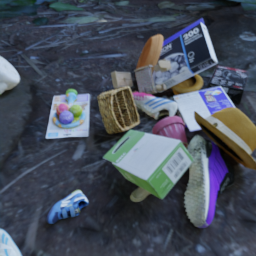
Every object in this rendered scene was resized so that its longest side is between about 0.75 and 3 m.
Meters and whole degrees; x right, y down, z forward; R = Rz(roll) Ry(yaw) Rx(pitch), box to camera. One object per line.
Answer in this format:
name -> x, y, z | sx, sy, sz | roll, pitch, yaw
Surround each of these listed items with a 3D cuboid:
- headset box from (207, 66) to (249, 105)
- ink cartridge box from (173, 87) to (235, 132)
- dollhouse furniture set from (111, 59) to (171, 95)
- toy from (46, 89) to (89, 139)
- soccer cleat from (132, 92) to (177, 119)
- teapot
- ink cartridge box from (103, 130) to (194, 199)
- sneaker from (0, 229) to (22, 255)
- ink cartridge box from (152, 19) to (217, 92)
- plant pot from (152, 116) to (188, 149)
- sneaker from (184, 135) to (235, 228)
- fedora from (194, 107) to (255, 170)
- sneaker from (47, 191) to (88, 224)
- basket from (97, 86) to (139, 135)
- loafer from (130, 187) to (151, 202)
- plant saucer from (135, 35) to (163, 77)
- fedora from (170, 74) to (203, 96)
headset box -> 4.662, -2.087, 13.046 | 1.545, 0.802, 2.076 | 16, 41, 19
ink cartridge box -> 3.138, -0.684, 11.317 | 2.158, 0.473, 2.179 | -12, 45, -3
dollhouse furniture set -> 0.591, -2.005, 11.836 | 2.394, 1.241, 1.060 | -10, 2, 39
toy -> -2.434, -0.732, 11.486 | 1.599, 0.656, 2.778 | -3, 39, -3
soccer cleat -> 0.891, -0.885, 11.539 | 2.221, 0.776, 0.959 | 10, 76, 20
teapot -> -6.111, -2.402, 13.005 | 1.336, 1.805, 1.829 | -38, 15, 10
ink cartridge box -> 0.481, 0.946, 8.422 | 1.428, 0.816, 2.751 | -46, 25, -16
sneaker -> -3.106, 3.003, 7.017 | 0.465, 0.440, 1.151 | -32, 47, -33
ink cartridge box -> 2.226, -3.333, 12.379 | 2.788, 0.611, 2.814 | -26, 53, 30
plant pot -> 1.561, 0.331, 9.897 | 1.155, 1.155, 1.034 | -12, 55, -14
sneaker -> 2.534, 1.586, 8.266 | 1.420, 0.992, 2.855 | 21, 53, -13
fedora -> 3.317, 0.114, 8.936 | 1.111, 2.724, 2.724 | -45, 47, 4
sneaker -> -1.686, 2.284, 7.892 | 0.524, 0.471, 1.273 | 32, 50, 31
basket -> -0.342, -0.638, 10.254 | 1.148, 1.542, 1.100 | -12, 13, 13
loafer -> 0.480, 1.880, 8.471 | 0.991, 0.338, 0.375 | -25, 43, -27
plant saucer -> 0.904, -3.220, 13.153 | 0.459, 2.454, 2.454 | 19, 37, -13
fedora -> 2.542, -1.956, 12.930 | 1.835, 0.748, 1.835 | 0, 43, 0
